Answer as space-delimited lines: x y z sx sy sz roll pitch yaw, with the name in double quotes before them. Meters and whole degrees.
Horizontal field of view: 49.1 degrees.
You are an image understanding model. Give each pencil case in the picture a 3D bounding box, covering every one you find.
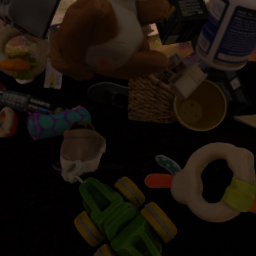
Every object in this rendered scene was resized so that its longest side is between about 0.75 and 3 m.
"pencil case" -1.943 -0.173 7.959 1.671 0.772 0.711 -15 23 -37

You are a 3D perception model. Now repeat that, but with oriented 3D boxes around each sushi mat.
"sushi mat" 4.462 0.023 8.335 1.338 0.169 2.797 -3 17 -11

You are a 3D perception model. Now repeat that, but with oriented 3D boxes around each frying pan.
"frying pan" -0.840 0.776 5.745 1.373 0.223 0.830 0 12 -14

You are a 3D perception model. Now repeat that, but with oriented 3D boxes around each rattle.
"rattle" 1.388 0.925 4.638 1.339 1.220 1.874 3 -16 -36
"rattle" -3.040 -2.860 8.164 1.764 2.709 1.935 25 -4 5

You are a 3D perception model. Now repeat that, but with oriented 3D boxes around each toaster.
"toaster" -2.433 -3.259 7.021 1.088 1.834 1.659 19 8 -41

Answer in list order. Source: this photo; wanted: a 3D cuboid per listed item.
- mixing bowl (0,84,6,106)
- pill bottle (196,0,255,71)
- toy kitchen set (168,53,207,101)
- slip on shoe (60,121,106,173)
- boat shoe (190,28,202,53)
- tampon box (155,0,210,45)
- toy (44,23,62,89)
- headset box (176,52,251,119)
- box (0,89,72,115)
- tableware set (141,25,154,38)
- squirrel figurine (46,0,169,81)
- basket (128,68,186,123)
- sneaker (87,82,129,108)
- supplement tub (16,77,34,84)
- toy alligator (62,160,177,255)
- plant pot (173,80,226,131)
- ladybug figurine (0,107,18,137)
"mixing bowl" -5.256 -1.026 10.224 1.503 0.814 1.503 -10 -24 -5
"pill bottle" 2.585 -2.651 6.534 1.374 2.375 1.374 5 49 -6
"toy kitchen set" 0.993 -1.062 6.073 0.842 0.761 0.933 -46 10 -23
"slip on shoe" -1.018 0.224 6.285 1.006 0.801 2.645 1 9 -2
"boat shoe" 2.664 -3.459 10.739 0.486 1.354 0.458 -33 39 -22
"tampon box" 0.903 -2.244 5.254 0.661 1.047 0.785 -13 -13 -17
"toy" -1.947 -2.011 7.985 0.427 1.807 1.040 7 5 -42
"headset box" 3.000 -1.690 10.498 1.051 2.025 2.720 -37 23 -4
"box" -2.920 -0.671 8.857 2.186 0.503 1.737 14 -3 44
"tableware set" 0.067 -2.839 7.952 1.043 1.249 0.145 -41 -12 -13
"squirrel figurine" -0.461 -2.054 4.944 1.689 2.228 2.387 20 -25 -40
"basket" 1.274 -1.475 10.088 1.955 2.041 2.739 6 17 19
"sneaker" -0.784 -1.402 11.774 2.381 0.891 1.265 7 15 17
"supplement tub" -6.751 -3.338 18.291 0.861 0.861 1.184 1 17 3
"toy alligator" -0.216 1.135 3.798 0.906 0.656 2.732 -39 29 -12
"plant pot" 2.045 -0.592 8.576 1.529 1.529 1.086 -1 -8 -4
"ladybug figurine" -3.424 -0.131 7.984 0.417 0.788 1.160 25 20 -38
